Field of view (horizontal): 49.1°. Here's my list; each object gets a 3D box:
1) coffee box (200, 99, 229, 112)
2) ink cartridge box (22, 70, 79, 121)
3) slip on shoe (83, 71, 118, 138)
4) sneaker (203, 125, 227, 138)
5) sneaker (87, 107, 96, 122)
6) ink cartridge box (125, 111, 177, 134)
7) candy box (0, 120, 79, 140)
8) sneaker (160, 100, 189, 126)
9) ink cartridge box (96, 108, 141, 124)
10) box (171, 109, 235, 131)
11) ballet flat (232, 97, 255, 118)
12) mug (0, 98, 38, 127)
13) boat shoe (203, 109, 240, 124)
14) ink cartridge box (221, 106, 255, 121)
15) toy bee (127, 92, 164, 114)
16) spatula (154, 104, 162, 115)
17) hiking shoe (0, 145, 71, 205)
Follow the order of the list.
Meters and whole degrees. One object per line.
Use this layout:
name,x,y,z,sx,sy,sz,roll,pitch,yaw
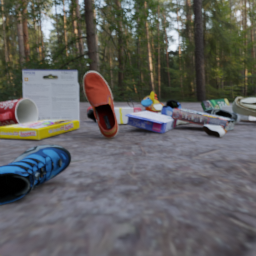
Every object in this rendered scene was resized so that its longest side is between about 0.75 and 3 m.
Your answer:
coffee box,4.638,-1.017,14.649,1.530,0.941,0.336,-5,-27,-19
ink cartridge box,-3.119,-1.217,11.429,2.192,2.233,0.484,0,5,-6
slip on shoe,-0.763,-0.706,7.968,0.751,2.028,0.621,-17,-8,-6
sneaker,2.617,0.074,8.429,0.361,0.310,0.852,-23,24,-17
sneaker,-1.151,-0.522,12.784,1.617,0.571,0.790,12,26,1
ink cartridge box,0.836,-0.221,9.842,1.309,0.460,2.193,15,9,20
candy box,-2.756,0.012,8.977,1.407,0.364,2.753,-1,6,13
sneaker,2.111,-0.679,11.905,0.904,1.026,2.302,6,10,34
ink cartridge box,-0.411,-0.524,11.964,1.644,0.686,1.193,-3,6,-24
box,2.708,-0.319,10.072,1.944,0.388,1.331,16,12,30
ballet flat,5.529,-0.730,11.275,2.616,0.909,0.909,14,12,24
mug,-4.504,-0.576,10.471,1.679,1.120,1.490,-1,-17,27
boat shoe,3.911,-0.584,12.130,0.641,0.652,1.808,23,-9,-38
ink cartridge box,5.567,-0.688,13.219,1.163,0.668,1.986,1,5,-32
toy bee,1.149,-1.255,13.937,1.224,1.474,2.252,-35,62,-24
spatula,1.918,-0.685,12.955,1.510,0.121,1.050,-6,54,-38
hiking shoe,-1.263,0.626,3.444,0.639,0.548,1.473,16,26,42
